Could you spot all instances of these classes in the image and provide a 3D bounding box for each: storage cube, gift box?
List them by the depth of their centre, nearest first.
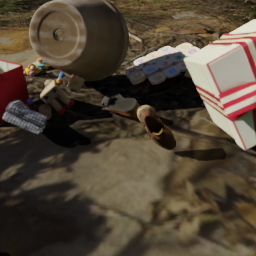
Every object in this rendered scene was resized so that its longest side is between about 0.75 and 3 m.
[{"bbox_3d":[2.937,-0.976,6.223,2.331,2.527,2.359,-33,14,8],"label":"gift box"},{"bbox_3d":[-3.736,-1.040,7.834,1.285,1.351,1.503,16,35,24],"label":"storage cube"}]

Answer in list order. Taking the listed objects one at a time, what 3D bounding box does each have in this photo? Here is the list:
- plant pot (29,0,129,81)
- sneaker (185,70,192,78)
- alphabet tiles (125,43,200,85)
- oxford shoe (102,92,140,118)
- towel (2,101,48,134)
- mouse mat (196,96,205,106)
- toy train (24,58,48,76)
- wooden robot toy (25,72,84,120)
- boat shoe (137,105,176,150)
[{"bbox_3d":[-1.565,-2.683,8.359,2.793,2.793,2.424,6,16,10],"label":"plant pot"},{"bbox_3d":[3.144,-2.502,10.461,2.268,0.992,0.837,-16,36,-23],"label":"sneaker"},{"bbox_3d":[1.206,-2.384,10.164,2.647,0.193,2.589,-24,33,-1],"label":"alphabet tiles"},{"bbox_3d":[-0.195,-0.586,7.961,0.589,0.589,1.652,-53,39,-8],"label":"oxford shoe"},{"bbox_3d":[-2.452,-0.276,6.836,0.933,0.482,1.127,24,2,-15],"label":"towel"},{"bbox_3d":[3.684,-0.998,8.692,2.681,0.101,2.158,10,33,27],"label":"mouse mat"},{"bbox_3d":[-3.853,-2.420,10.871,1.150,0.426,1.531,17,37,24],"label":"toy train"},{"bbox_3d":[-2.159,-0.911,7.864,2.096,0.923,0.951,-38,35,5],"label":"wooden robot toy"},{"bbox_3d":[0.636,0.074,6.025,0.456,1.266,0.428,-35,27,10],"label":"boat shoe"}]
